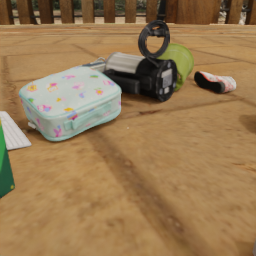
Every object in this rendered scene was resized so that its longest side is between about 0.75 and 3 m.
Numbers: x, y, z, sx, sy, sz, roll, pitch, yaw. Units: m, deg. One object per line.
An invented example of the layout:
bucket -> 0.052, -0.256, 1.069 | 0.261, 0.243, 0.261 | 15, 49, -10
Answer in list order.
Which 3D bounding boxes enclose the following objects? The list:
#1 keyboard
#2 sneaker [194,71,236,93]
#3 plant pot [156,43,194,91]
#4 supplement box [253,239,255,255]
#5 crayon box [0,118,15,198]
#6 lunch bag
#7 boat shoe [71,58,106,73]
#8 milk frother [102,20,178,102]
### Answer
keyboard -> -3.279, 0.013, 7.315 | 0.729, 0.138, 2.591 | -16, 29, -31
sneaker -> 3.354, -1.786, 10.799 | 0.890, 0.555, 1.661 | -11, 30, -25
plant pot -> 1.676, -2.183, 10.743 | 1.634, 1.634, 1.551 | 5, 36, 11
supplement box -> 2.522, 1.648, 3.207 | 1.775, 0.540, 0.966 | 1, 24, 4
crayon box -> -2.984, 0.432, 3.607 | 0.816, 2.415, 2.799 | 12, 27, 24
lunch bag -> -1.477, -0.656, 7.365 | 2.403, 0.926, 1.927 | -27, 50, -30
boat shoe -> -1.102, -2.218, 11.260 | 2.763, 1.035, 0.854 | -15, 38, -11
milk frother -> 0.307, -2.286, 9.395 | 2.256, 2.399, 2.165 | 17, 14, 32
